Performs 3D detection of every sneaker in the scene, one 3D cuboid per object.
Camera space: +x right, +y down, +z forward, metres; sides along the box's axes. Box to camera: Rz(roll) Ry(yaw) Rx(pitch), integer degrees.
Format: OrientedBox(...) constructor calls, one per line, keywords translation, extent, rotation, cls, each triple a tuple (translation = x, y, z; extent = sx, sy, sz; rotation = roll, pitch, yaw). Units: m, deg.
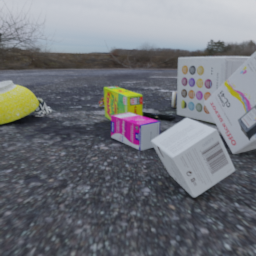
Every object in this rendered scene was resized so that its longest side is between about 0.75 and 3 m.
OrientedBox(translation=(-4.299, -1.122, 14.102), extent=(0.547, 0.892, 1.371), rotation=(5, 16, 16), cls="sneaker")

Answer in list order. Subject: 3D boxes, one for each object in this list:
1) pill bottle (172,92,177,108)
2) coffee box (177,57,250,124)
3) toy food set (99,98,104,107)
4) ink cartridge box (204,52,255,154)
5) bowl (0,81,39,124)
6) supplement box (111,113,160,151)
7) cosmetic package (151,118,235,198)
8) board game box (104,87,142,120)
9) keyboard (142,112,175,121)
OrientedBox(translation=(3.249, -1.545, 15.645), extent=(1.570, 0.871, 0.871), rotation=(3, 16, 9), cls="pill bottle")
OrientedBox(translation=(4.278, -1.926, 13.276), extent=(2.840, 2.836, 2.809), rotation=(-10, 17, -32), cls="coffee box")
OrientedBox(translation=(-1.411, -1.491, 15.715), extent=(0.601, 0.334, 1.021), rotation=(-32, 15, -12), cls="toy food set")
OrientedBox(translation=(3.898, -0.783, 8.267), extent=(1.223, 2.108, 2.856), rotation=(-8, -27, -31), cls="ink cartridge box")
OrientedBox(translation=(-5.538, -1.327, 12.743), extent=(2.551, 1.373, 2.551), rotation=(-11, 28, 6), cls="bowl")
OrientedBox(translation=(0.218, 0.078, 9.792), extent=(0.893, 0.874, 1.728), rotation=(-11, 19, -35), cls="supplement box")
OrientedBox(translation=(1.446, 0.623, 6.514), extent=(1.144, 1.143, 1.386), rotation=(-32, 17, -6), cls="cosmetic package")
OrientedBox(translation=(-0.286, -0.910, 12.282), extent=(0.678, 1.447, 2.849), rotation=(-8, 18, -22), cls="board game box")
OrientedBox(translation=(1.146, -0.554, 13.327), extent=(2.024, 0.208, 1.286), rotation=(9, 10, 32), cls="keyboard")
